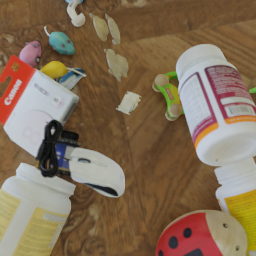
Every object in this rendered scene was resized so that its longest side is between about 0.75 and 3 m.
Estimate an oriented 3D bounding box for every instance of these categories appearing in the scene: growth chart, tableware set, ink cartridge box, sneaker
[{"bbox_3d":[0.038,-0.792,8.892,0.551,0.068,0.762,29,78,6],"label":"growth chart"},{"bbox_3d":[-0.365,-1.874,6.504,0.196,1.408,1.686,-16,91,19],"label":"tableware set"},{"bbox_3d":[-3.054,-0.695,8.301,2.574,0.734,2.092,33,98,3],"label":"ink cartridge box"},{"bbox_3d":[-1.829,-1.492,8.903,0.429,0.496,1.144,35,55,21],"label":"sneaker"}]

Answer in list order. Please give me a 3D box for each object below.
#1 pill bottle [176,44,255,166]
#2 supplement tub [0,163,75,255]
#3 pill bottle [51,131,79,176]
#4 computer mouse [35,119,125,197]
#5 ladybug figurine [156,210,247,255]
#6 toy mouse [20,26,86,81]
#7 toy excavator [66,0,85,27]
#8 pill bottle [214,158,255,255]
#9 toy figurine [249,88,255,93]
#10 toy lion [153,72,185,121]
[{"bbox_3d":[1.904,-0.576,6.158,1.401,1.401,2.557,-7,54,-2],"label":"pill bottle"},{"bbox_3d":[-2.617,2.377,7.212,1.857,1.857,2.554,23,77,5],"label":"supplement tub"},{"bbox_3d":[-1.827,0.736,8.207,0.692,0.692,1.237,9,76,2],"label":"pill bottle"},{"bbox_3d":[-0.840,0.780,6.027,2.268,0.498,1.244,30,42,-29],"label":"computer mouse"},{"bbox_3d":[1.694,3.110,7.070,2.578,0.927,1.750,-39,70,22],"label":"ladybug figurine"},{"bbox_3d":[-2.654,-2.519,9.004,2.434,0.471,2.163,-8,72,4],"label":"toy mouse"},{"bbox_3d":[-1.836,-4.384,9.485,1.480,0.760,1.522,32,91,9],"label":"toy excavator"},{"bbox_3d":[3.335,2.231,7.432,1.500,1.500,2.746,-19,78,-4],"label":"pill bottle"},{"bbox_3d":[5.090,-0.473,8.228,2.344,1.760,2.157,-17,86,18],"label":"toy figurine"},{"bbox_3d":[1.796,-1.036,8.763,1.602,0.574,1.671,-20,77,-12],"label":"toy lion"}]
